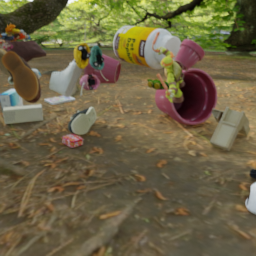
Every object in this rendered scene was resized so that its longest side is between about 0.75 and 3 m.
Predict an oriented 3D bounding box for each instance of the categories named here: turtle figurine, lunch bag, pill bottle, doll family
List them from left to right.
[{"bbox_3d":[-4.167,-3.187,9.730,1.331,0.600,0.826,-20,4,18],"label":"doll family"},{"bbox_3d":[-2.253,0.519,11.583,0.722,0.336,0.820,-14,25,-42],"label":"lunch bag"},{"bbox_3d":[0.801,-3.427,11.923,1.603,1.603,2.934,-17,29,-37],"label":"pill bottle"},{"bbox_3d":[1.278,-1.623,8.163,0.702,1.757,2.179,-15,61,14],"label":"turtle figurine"}]

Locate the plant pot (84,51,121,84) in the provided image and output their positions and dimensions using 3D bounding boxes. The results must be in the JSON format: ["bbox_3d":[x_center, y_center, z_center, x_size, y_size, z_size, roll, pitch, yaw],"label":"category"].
[{"bbox_3d":[-1.058,-2.544,12.237,1.327,1.483,1.483,14,23,8],"label":"plant pot"}]

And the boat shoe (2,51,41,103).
[{"bbox_3d":[-3.345,-1.598,9.149,0.791,0.790,2.246,-33,62,-2],"label":"boat shoe"}]

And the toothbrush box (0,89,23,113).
[{"bbox_3d":[-6.582,-1.539,15.834,0.603,1.036,1.415,2,22,6],"label":"toothbrush box"}]

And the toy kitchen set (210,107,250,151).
[{"bbox_3d":[4.043,0.165,11.975,1.532,1.694,1.878,21,-10,36],"label":"toy kitchen set"}]

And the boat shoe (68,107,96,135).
[{"bbox_3d":[-2.246,-0.286,12.956,0.875,0.929,2.588,-5,17,13],"label":"boat shoe"}]

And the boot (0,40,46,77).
[{"bbox_3d":[-4.473,-3.111,11.934,2.205,0.959,2.651,-19,49,-40],"label":"boot"}]

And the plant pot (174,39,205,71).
[{"bbox_3d":[2.071,-2.482,9.781,0.902,0.808,0.902,37,0,0],"label":"plant pot"}]

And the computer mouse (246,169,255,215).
[{"bbox_3d":[4.017,1.778,8.098,1.215,0.486,2.216,14,25,29],"label":"computer mouse"}]

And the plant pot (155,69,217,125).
[{"bbox_3d":[2.652,-1.528,14.118,2.675,2.675,2.395,-10,8,-23],"label":"plant pot"}]

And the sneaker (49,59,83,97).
[{"bbox_3d":[-2.594,-2.327,11.641,1.107,1.916,0.706,23,-7,21],"label":"sneaker"}]

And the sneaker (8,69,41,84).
[{"bbox_3d":[-4.913,-2.370,13.318,1.603,0.613,0.647,-9,32,16],"label":"sneaker"}]

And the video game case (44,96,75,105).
[{"bbox_3d":[-4.308,-1.768,17.652,1.568,0.141,1.123,-17,27,-37],"label":"video game case"}]

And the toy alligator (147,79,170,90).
[{"bbox_3d":[1.136,-1.419,9.535,0.435,0.316,1.313,-26,32,-32],"label":"toy alligator"}]

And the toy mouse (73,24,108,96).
[{"bbox_3d":[-1.331,-2.085,9.957,0.445,2.300,2.044,2,-11,23],"label":"toy mouse"}]

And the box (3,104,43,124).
[{"bbox_3d":[-5.280,-0.709,14.130,1.829,0.752,0.625,-6,22,-17],"label":"box"}]
